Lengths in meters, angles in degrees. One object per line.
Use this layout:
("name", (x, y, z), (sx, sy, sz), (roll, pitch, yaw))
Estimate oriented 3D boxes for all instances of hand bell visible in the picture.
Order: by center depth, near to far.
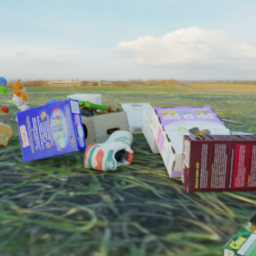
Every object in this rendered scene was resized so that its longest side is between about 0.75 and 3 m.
("hand bell", (-1.977, -0.920, 17.024), (1.157, 1.157, 2.221), (5, 0, 25))

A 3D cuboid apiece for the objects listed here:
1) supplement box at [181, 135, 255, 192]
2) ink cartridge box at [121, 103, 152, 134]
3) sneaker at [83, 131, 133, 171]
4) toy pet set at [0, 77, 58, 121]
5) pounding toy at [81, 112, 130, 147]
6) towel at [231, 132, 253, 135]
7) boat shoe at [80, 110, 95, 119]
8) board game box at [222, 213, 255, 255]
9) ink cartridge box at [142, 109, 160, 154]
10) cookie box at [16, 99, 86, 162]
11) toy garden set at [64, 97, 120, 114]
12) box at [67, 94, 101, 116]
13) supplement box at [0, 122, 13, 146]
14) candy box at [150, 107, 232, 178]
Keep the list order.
("supplement box", (2.370, 0.779, 6.348), (2.206, 1.200, 0.672), (0, 11, -2))
("ink cartridge box", (0.564, -0.460, 12.546), (1.493, 0.465, 1.855), (-2, 35, -21))
("sneaker", (-0.241, 0.712, 8.116), (1.098, 0.827, 2.349), (13, 17, 25))
("toy pet set", (-3.142, -0.858, 9.686), (1.248, 2.194, 2.350), (-55, 5, -29))
("pounding toy", (-1.504, 0.215, 10.033), (2.107, 1.097, 2.398), (-12, 2, -41))
("towel", (4.279, 0.539, 9.722), (1.924, 0.463, 1.647), (6, 11, 29))
("boat shoe", (-2.065, -0.539, 14.270), (0.903, 0.753, 2.419), (6, 0, 7))
("board game box", (2.151, 1.688, 4.253), (0.824, 0.184, 1.572), (12, 16, 41))
("ink cartridge box", (1.772, 0.037, 9.927), (2.283, 0.946, 1.676), (-2, 29, -12))
("cookie box", (-2.245, 0.082, 8.165), (1.766, 1.511, 0.664), (-12, -4, 15))
("toy garden set", (-1.903, -1.063, 15.042), (2.152, 0.515, 2.582), (10, 5, -41))
("box", (-2.940, -1.583, 19.017), (1.974, 1.290, 1.963), (1, 10, 5))
("supplement box", (-4.920, 0.190, 10.899), (0.585, 0.566, 1.702), (29, -5, -30))
("candy box", (1.806, 0.293, 7.869), (1.887, 0.805, 2.249), (-1, 35, -10))
